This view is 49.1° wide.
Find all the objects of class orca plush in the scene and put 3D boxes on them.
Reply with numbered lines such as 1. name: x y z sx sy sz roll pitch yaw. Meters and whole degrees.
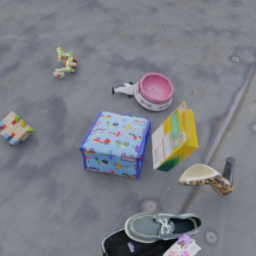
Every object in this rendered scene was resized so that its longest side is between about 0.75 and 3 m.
1. orca plush: -0.106 -1.759 13.194 1.372 0.488 0.722 -17 101 -7

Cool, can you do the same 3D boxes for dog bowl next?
1. dog bowl: 1.211 -1.678 12.638 1.845 0.680 1.845 6 61 -11

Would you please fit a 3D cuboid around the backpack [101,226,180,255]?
1. backpack: 0.507 3.803 8.376 2.211 1.665 1.963 -24 65 -9

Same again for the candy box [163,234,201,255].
1. candy box: 1.354 3.163 7.130 0.841 0.706 0.301 -41 88 -9

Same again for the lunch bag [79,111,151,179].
1. lunch bag: -0.354 0.315 11.224 2.217 1.385 2.945 9 46 10

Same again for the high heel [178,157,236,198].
1. high heel: 2.647 2.000 9.417 2.301 1.640 0.822 -13 30 -21

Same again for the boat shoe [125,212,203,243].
1. boat shoe: 1.047 2.689 7.805 2.288 0.707 0.833 8 55 -22

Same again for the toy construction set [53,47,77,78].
1. toy construction set: -3.132 -3.191 13.894 1.085 0.762 1.654 15 61 -19

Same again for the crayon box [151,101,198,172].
1. crayon box: 1.567 0.358 9.265 0.588 2.279 1.433 12 56 -19

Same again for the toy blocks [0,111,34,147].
1. toy blocks: -4.788 0.097 11.671 1.583 0.791 1.082 37 75 20
